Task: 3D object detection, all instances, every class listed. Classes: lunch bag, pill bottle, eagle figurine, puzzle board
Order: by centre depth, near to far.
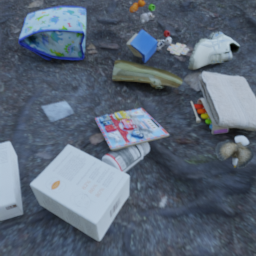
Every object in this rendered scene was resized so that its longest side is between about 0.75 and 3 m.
[{"bbox_3d":[3.076,0.721,8.006,0.888,1.171,0.884,-29,74,21],"label":"eagle figurine"},{"bbox_3d":[-0.043,0.809,8.182,0.753,0.753,1.322,36,53,28],"label":"pill bottle"},{"bbox_3d":[0.010,-0.077,8.813,1.738,0.201,2.306,-14,27,-12],"label":"puzzle board"},{"bbox_3d":[-3.156,-4.099,12.014,2.645,1.686,2.249,2,46,-10],"label":"lunch bag"}]

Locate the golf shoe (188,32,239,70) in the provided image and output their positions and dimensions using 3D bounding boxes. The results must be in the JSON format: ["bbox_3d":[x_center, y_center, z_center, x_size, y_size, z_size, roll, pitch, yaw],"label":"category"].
[{"bbox_3d":[3.585,-3.106,11.538,1.333,1.073,2.741,33,56,28],"label":"golf shoe"}]

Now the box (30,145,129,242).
[{"bbox_3d":[-1.176,1.620,7.239,1.988,1.057,1.513,24,52,20],"label":"box"}]

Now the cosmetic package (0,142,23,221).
[{"bbox_3d":[-3.567,1.449,7.618,1.064,0.775,2.093,-14,51,-12],"label":"cosmetic package"}]

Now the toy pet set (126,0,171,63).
[{"bbox_3d":[0.936,-3.990,11.643,2.125,2.276,1.209,-50,38,-6],"label":"toy pet set"}]

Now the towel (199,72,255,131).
[{"bbox_3d":[3.525,-0.993,9.554,1.846,0.480,2.785,5,45,-10],"label":"towel"}]

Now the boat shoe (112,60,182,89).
[{"bbox_3d":[0.708,-1.901,10.737,2.689,0.846,0.981,15,19,6],"label":"boat shoe"}]

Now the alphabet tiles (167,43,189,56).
[{"bbox_3d":[2.251,-3.541,12.623,0.890,0.066,0.910,22,51,19],"label":"alphabet tiles"}]

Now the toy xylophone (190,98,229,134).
[{"bbox_3d":[2.765,-0.505,9.607,1.197,0.411,1.636,0,47,-2],"label":"toy xylophone"}]
